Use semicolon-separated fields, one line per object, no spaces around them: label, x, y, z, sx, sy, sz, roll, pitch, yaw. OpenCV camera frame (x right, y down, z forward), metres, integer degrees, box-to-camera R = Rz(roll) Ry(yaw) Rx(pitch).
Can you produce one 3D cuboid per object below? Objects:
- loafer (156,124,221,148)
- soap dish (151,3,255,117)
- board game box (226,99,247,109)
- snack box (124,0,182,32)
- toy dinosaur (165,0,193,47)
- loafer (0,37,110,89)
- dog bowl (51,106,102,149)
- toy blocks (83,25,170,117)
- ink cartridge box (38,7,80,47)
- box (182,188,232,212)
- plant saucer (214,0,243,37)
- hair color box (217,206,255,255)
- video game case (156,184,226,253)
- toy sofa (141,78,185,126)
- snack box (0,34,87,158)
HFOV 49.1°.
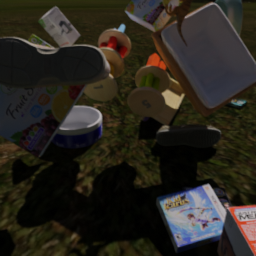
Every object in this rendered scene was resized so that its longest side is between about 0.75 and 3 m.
loafer;1.877;0.139;8.792;1.993;0.750;0.694;2;33;5
soap dish;2.099;-1.828;7.601;2.033;2.583;1.049;-31;-4;-11
board game box;4.330;-1.084;11.659;0.976;0.137;0.660;23;36;35
snack box;0.810;-3.662;8.114;1.248;1.479;0.501;42;6;32
toy dinosaur;1.316;-2.853;6.995;0.770;1.449;0.438;20;0;24
loafer;-1.606;-1.135;5.348;2.560;0.920;0.805;6;-2;9
dog bowl;-1.733;-0.060;9.219;1.742;0.686;1.742;0;28;0
toy blocks;0.133;-1.916;8.371;2.437;1.062;2.924;19;50;-5
ink cartridge box;-1.759;-2.528;7.145;0.651;0.895;0.376;7;55;54
box;1.813;1.717;6.467;1.006;0.223;0.806;1;29;1
plant saucer;3.003;-3.178;9.493;0.367;2.678;2.678;5;28;-7
hair color box;2.131;2.384;4.249;0.687;1.192;2.149;-2;28;-4
video game case;1.369;1.832;5.833;1.260;0.286;1.142;-12;44;-11
toy sofa;1.430;-0.922;10.731;0.973;1.146;2.349;31;34;4
snack box;-2.013;-0.673;6.156;1.545;2.173;0.576;32;-7;-7
